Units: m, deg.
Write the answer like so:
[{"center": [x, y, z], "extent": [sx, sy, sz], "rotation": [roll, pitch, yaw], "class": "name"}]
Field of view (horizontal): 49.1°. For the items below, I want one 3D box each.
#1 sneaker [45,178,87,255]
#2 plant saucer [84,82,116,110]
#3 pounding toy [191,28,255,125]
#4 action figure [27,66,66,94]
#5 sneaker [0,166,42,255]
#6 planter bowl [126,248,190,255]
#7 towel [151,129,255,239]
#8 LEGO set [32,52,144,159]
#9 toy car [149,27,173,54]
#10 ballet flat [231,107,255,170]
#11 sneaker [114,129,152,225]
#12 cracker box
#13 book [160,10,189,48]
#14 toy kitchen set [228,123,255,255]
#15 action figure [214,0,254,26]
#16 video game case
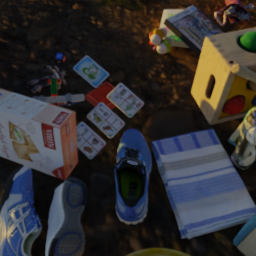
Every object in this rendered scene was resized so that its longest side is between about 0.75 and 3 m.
[{"center": [-1.455, 2.228, 6.325], "extent": [0.788, 0.921, 2.115], "rotation": [24, 57, -30], "class": "sneaker"}, {"center": [-0.736, -1.045, 9.156], "extent": [1.040, 0.191, 1.038], "rotation": [-37, 61, -25], "class": "plant saucer"}, {"center": [3.224, -1.431, 7.774], "extent": [2.618, 2.844, 2.022], "rotation": [-13, 54, -10], "class": "pounding toy"}, {"center": [-2.647, -1.583, 9.352], "extent": [1.299, 0.451, 0.845], "rotation": [-28, 80, -10], "class": "action figure"}, {"center": [-2.382, 2.017, 6.347], "extent": [0.894, 0.879, 2.321], "rotation": [0, 70, 4], "class": "sneaker"}, {"center": [0.554, 3.766, 4.910], "extent": [2.863, 1.193, 2.863], "rotation": [0, 53, 0], "class": "planter bowl"}, {"center": [1.899, 1.289, 7.289], "extent": [2.043, 0.331, 2.781], "rotation": [-11, 55, -9], "class": "towel"}, {"center": [-1.379, -0.818, 8.121], "extent": [2.973, 0.730, 2.221], "rotation": [41, 77, 8], "class": "LEGO set"}, {"center": [1.148, -3.152, 10.354], "extent": [0.952, 0.714, 0.833], "rotation": [50, 54, -17], "class": "toy car"}, {"center": [3.115, 0.365, 7.046], "extent": [0.644, 1.790, 0.644], "rotation": [3, 35, -2], "class": "ballet flat"}, {"center": [0.163, 0.996, 7.014], "extent": [0.999, 1.134, 2.544], "rotation": [0, 51, -1], "class": "sneaker"}, {"center": [-2.679, 0.111, 7.199], "extent": [2.721, 1.823, 0.785], "rotation": [16, 42, 12], "class": "cracker box"}, {"center": [1.947, -4.012, 11.278], "extent": [1.333, 0.479, 1.995], "rotation": [7, 56, 8], "class": "book"}, {"center": [3.046, 1.236, 6.870], "extent": [2.241, 1.648, 2.798], "rotation": [39, 41, 26], "class": "toy kitchen set"}, {"center": [4.498, -5.112, 11.920], "extent": [1.510, 1.359, 2.028], "rotation": [-26, 37, 28], "class": "action figure"}, {"center": [2.646, -3.699, 10.655], "extent": [1.855, 0.262, 2.053], "rotation": [-37, 77, -32], "class": "video game case"}]
